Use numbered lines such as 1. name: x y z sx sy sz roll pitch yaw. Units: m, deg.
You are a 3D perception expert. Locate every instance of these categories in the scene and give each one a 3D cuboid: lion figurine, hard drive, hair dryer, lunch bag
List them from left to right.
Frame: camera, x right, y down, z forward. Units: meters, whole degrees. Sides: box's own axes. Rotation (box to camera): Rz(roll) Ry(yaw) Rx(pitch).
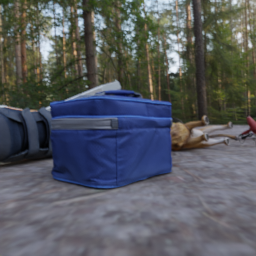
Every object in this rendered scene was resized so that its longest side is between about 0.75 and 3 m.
1. hard drive: -1.540 -0.894 9.031 2.363 0.315 1.559 -18 8 21
2. lunch bag: -0.152 0.062 4.418 1.365 1.330 2.010 2 3 38
3. lion figurine: 1.869 0.259 8.072 2.657 0.963 1.627 17 -27 -40
4. hair dryer: 3.880 0.108 8.984 0.737 0.968 0.263 11 21 40

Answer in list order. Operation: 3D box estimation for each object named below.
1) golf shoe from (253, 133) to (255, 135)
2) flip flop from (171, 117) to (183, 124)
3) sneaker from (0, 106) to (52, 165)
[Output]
1. golf shoe: 6.034 0.221 12.463 0.870 0.716 1.901 -12 -8 23
2. flip flop: 0.750 -0.036 9.188 2.286 0.927 0.658 9 -21 27
3. sneaker: -2.062 0.105 5.927 1.168 1.153 2.941 -6 0 1
